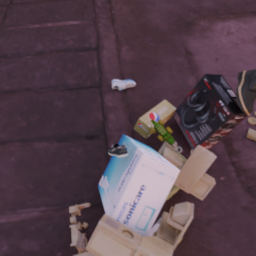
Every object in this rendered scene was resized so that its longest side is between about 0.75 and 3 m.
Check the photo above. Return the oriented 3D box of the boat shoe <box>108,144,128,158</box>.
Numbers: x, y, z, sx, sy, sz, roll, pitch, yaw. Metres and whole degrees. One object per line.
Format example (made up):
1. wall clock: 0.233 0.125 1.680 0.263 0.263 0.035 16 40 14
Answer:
1. boat shoe: -0.309 0.610 7.996 0.379 1.055 0.357 -17 96 -23

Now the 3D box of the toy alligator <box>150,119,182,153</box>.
1. toy alligator: 1.266 0.230 9.468 0.510 0.370 1.539 -44 69 0

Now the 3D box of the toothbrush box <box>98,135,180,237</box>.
1. toothbrush box: 0.148 1.575 8.568 1.216 2.852 2.088 25 92 -13

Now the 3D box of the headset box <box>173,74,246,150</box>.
1. headset box: 2.973 -0.463 10.782 1.010 2.615 1.946 -4 57 -34

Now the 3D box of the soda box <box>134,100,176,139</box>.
1. soda box: 1.086 -0.370 10.953 0.641 0.606 1.894 41 48 14

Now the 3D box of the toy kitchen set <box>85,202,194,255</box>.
1. toy kitchen set: 0.453 2.494 7.517 1.992 1.801 2.208 28 16 9

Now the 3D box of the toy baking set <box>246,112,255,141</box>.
1. toy baking set: 6.292 0.075 11.736 2.710 0.315 2.080 3 54 2

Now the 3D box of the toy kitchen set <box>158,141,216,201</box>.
1. toy kitchen set: 2.111 1.047 9.553 1.883 1.536 1.699 32 20 1

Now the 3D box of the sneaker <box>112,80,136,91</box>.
1. sneaker: -0.215 -1.968 13.224 1.181 0.443 0.512 0 59 11

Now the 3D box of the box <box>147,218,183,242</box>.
1. box: 0.868 3.828 8.990 0.946 0.298 1.718 38 62 25

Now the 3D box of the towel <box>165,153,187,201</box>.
1. towel: 1.343 1.749 10.400 2.197 0.401 1.630 -35 59 -21

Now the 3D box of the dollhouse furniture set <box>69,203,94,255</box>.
1. dollhouse furniture set: -1.325 3.357 8.777 0.777 0.910 1.756 -14 49 -1

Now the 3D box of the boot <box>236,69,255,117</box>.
1. boot: 4.335 -1.355 9.184 1.334 0.747 1.928 -17 47 38
